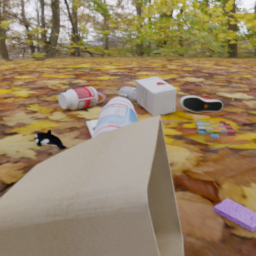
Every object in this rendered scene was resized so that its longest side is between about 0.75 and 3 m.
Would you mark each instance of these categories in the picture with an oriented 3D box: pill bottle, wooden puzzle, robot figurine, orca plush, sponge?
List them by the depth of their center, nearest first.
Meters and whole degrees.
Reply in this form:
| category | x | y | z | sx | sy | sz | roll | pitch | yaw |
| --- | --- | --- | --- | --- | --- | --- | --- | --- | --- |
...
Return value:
| category | x | y | z | sx | sy | sz | roll | pitch | yaw |
| --- | --- | --- | --- | --- | --- | --- | --- | --- | --- |
| sponge | 2.192 | 1.716 | 5.561 | 0.479 | 0.128 | 0.859 | -14 | 23 | -35 |
| pill bottle | -0.338 | -0.012 | 8.145 | 1.199 | 1.199 | 2.204 | 1 | 31 | 4 |
| orca plush | -2.615 | 0.326 | 9.193 | 0.737 | 0.498 | 1.401 | -14 | 23 | -37 |
| wooden puzzle | 3.300 | -0.010 | 10.765 | 1.293 | 0.153 | 2.180 | 2 | 18 | 6 |
| pill bottle | -2.445 | -1.426 | 13.720 | 1.769 | 0.993 | 0.993 | -16 | 24 | -43 |
| robot figurine | 0.053 | -1.841 | 15.353 | 1.366 | 0.771 | 1.158 | 17 | 19 | 41 |

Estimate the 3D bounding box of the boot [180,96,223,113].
| category | x | y | z | sx | sy | sz | roll | pitch | yaw |
| --- | --- | --- | --- | --- | --- | --- | --- | --- | --- |
| boot | 3.373 | -1.255 | 13.721 | 2.047 | 0.741 | 1.477 | 5 | 17 | -10 |

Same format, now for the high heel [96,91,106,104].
| category | x | y | z | sx | sy | sz | roll | pitch | yaw |
| --- | --- | --- | --- | --- | --- | --- | --- | --- | --- |
| high heel | -1.958 | -1.794 | 15.258 | 2.293 | 0.772 | 1.100 | -4 | 24 | 33 |

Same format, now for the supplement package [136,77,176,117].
| category | x | y | z | sx | sy | sz | roll | pitch | yaw |
| --- | --- | --- | --- | --- | --- | --- | --- | --- | --- |
| supplement package | 1.268 | -1.515 | 13.131 | 1.174 | 1.160 | 1.937 | -13 | 30 | -18 |

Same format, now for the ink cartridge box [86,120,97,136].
| category | x | y | z | sx | sy | sz | roll | pitch | yaw |
| --- | --- | --- | --- | --- | --- | --- | --- | --- | --- |
| ink cartridge box | -0.515 | 0.074 | 10.038 | 1.711 | 0.429 | 1.972 | -14 | 23 | -11 |

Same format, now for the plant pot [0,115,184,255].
| category | x | y | z | sx | sy | sz | roll | pitch | yaw |
| --- | --- | --- | --- | --- | --- | --- | --- | --- | --- |
| plant pot | -0.426 | 1.340 | 3.671 | 2.030 | 2.293 | 2.291 | -8 | 17 | 12 |
